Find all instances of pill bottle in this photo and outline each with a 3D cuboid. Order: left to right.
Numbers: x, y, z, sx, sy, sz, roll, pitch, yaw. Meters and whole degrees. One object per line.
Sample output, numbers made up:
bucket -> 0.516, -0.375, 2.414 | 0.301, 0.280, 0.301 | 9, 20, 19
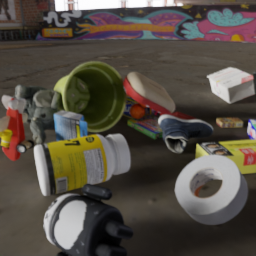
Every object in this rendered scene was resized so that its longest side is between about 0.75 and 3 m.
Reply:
pill bottle -> -1.186, 0.885, 7.369 | 2.285, 1.306, 1.306 | -10, 25, -23

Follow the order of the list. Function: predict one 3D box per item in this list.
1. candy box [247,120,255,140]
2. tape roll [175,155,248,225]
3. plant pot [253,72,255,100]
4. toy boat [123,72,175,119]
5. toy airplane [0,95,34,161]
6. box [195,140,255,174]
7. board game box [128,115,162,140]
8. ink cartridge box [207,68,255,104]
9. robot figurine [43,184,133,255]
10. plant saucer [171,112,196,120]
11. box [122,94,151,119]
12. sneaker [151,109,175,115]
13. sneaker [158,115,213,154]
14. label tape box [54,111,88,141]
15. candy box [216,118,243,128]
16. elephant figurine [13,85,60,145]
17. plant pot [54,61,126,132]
candy box -> 5.176, 0.245, 9.763 | 1.618, 0.623, 1.368 | 4, 23, 8
tape roll -> 1.829, 1.348, 6.262 | 1.505, 0.497, 1.505 | -27, 34, 21
plant pot -> 6.610, -1.376, 11.672 | 2.218, 1.968, 2.213 | 11, 21, 41
toy boat -> 0.668, -1.007, 11.098 | 2.398, 1.567, 1.565 | 23, 28, -33
toy airplane -> -3.510, -0.101, 8.157 | 1.214, 1.721, 1.713 | -2, 57, 6
box -> 3.399, 0.841, 8.245 | 2.625, 0.658, 0.988 | -3, 21, -10
board game box -> 0.942, -0.073, 11.027 | 1.164, 0.252, 1.730 | -14, 27, -33
ink cartridge box -> 5.499, -2.355, 15.068 | 1.591, 0.922, 2.732 | -20, 25, 1
robot figurine -> -0.779, 1.834, 5.145 | 1.712, 1.068, 1.286 | 8, 32, 36
plant saucer -> 2.099, -0.342, 11.733 | 1.084, 0.199, 1.082 | -17, 28, -34
box -> -0.088, -1.078, 12.630 | 0.779, 0.849, 2.422 | -21, 30, -40
sneaker -> 1.607, -0.785, 12.579 | 1.118, 0.451, 0.417 | -10, 49, -14
sneaker -> 2.081, 0.307, 9.557 | 2.016, 0.766, 1.456 | 9, 33, -9
label tape box -> -1.833, 0.071, 9.634 | 1.454, 1.049, 0.460 | 13, 27, 27
candy box -> 4.103, -0.212, 11.344 | 0.898, 0.248, 0.518 | -1, 22, -6
elephant figurine -> -3.198, -0.557, 10.803 | 2.582, 2.003, 1.827 | 27, -3, 29
plant pot -> -1.840, -1.280, 11.454 | 2.649, 2.649, 2.435 | -16, 15, -33
